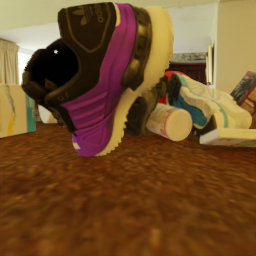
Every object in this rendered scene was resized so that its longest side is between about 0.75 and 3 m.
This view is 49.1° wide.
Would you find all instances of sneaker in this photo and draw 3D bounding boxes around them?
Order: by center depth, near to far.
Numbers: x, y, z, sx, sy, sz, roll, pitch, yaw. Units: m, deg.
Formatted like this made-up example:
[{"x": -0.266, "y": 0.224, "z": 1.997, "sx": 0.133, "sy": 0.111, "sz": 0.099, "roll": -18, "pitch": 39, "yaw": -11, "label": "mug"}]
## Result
[{"x": -0.660, "y": -0.463, "z": 3.649, "sx": 1.403, "sy": 0.981, "sz": 2.822, "roll": -2, "pitch": -30, "yaw": -24, "label": "sneaker"}, {"x": 0.373, "y": -0.575, "z": 6.435, "sx": 0.793, "sy": 1.188, "sz": 2.075, "roll": 38, "pitch": -27, "yaw": 10, "label": "sneaker"}, {"x": 1.925, "y": -0.588, "z": 7.107, "sx": 1.298, "sy": 1.123, "sz": 2.996, "roll": -3, "pitch": 30, "yaw": -15, "label": "sneaker"}]

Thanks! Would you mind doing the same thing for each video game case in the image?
[{"x": 2.088, "y": 0.189, "z": 4.899, "sx": 1.376, "sy": 0.173, "sz": 1.512, "roll": 3, "pitch": -7, "yaw": 4, "label": "video game case"}]

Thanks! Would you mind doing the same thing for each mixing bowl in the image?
[{"x": 1.513, "y": -1.207, "z": 9.690, "sx": 1.989, "sy": 1.989, "sz": 1.077, "roll": 0, "pitch": 47, "yaw": 2, "label": "mixing bowl"}]

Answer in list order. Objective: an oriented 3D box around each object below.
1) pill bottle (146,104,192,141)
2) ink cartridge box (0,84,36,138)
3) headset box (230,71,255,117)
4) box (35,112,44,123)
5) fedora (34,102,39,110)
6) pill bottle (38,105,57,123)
[{"x": 0.854, "y": -0.185, "z": 6.715, "sx": 0.721, "sy": 0.721, "sz": 1.272, "roll": -4, "pitch": 15, "yaw": -28, "label": "pill bottle"}, {"x": -3.453, "y": -0.460, "z": 7.038, "sx": 1.326, "sy": 1.303, "sz": 1.801, "roll": 2, "pitch": 7, "yaw": 18, "label": "ink cartridge box"}, {"x": 4.454, "y": -1.246, "z": 10.302, "sx": 0.713, "sy": 1.846, "sz": 1.374, "roll": 31, "pitch": 17, "yaw": -8, "label": "headset box"}, {"x": -3.700, "y": -0.392, "z": 10.542, "sx": 1.431, "sy": 0.329, "sz": 1.138, "roll": -3, "pitch": 7, "yaw": -20, "label": "box"}, {"x": -2.144, "y": -1.048, "z": 10.730, "sx": 2.828, "sy": 1.153, "sz": 2.828, "roll": -28, "pitch": -7, "yaw": -3, "label": "fedora"}, {"x": -1.368, "y": -0.870, "z": 9.291, "sx": 2.875, "sy": 1.575, "sz": 1.575, "roll": -5, "pitch": 8, "yaw": -32, "label": "pill bottle"}]
